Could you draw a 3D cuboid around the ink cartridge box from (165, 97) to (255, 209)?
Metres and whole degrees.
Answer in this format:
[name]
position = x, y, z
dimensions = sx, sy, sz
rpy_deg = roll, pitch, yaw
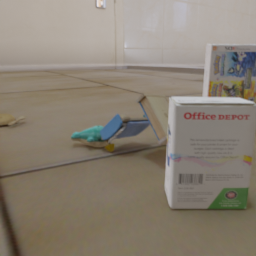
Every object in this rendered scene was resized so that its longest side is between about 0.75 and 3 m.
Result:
[ink cartridge box]
position = 1.357, 0.399, 4.834
dimensions = 1.324, 1.822, 0.797
rpy_deg = 0, 16, 0

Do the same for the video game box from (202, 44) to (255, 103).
[video game box]
position = 4.911, -2.531, 13.309
dimensions = 2.563, 2.814, 0.659
rpy_deg = -2, 16, -7

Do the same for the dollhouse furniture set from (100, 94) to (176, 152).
[dollhouse furniture set]
position = 0.525, 0.175, 7.301
dimensions = 1.760, 1.216, 1.864
rpy_deg = -3, -29, -46

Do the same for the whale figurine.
[whale figurine]
position = -1.040, 0.192, 7.780
dimensions = 1.059, 0.550, 0.843
rpy_deg = 6, 14, -2

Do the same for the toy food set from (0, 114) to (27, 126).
[toy food set]
position = -4.523, -0.240, 10.039
dimensions = 1.465, 0.294, 1.011
rpy_deg = 10, 25, 15
